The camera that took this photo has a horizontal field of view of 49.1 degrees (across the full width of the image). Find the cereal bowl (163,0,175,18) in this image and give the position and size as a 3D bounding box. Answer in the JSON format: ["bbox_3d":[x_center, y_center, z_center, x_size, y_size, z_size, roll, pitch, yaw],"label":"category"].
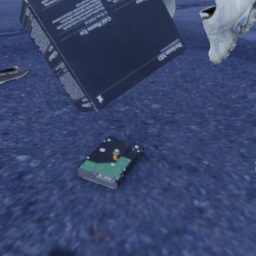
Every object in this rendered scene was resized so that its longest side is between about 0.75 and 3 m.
[{"bbox_3d":[0.319,-3.923,9.596,2.477,2.477,1.032,-21,74,-30],"label":"cereal bowl"}]

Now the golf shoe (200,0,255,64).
[{"bbox_3d":[2.733,-3.007,8.207,1.415,2.910,1.139,30,75,7],"label":"golf shoe"}]

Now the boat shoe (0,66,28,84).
[{"bbox_3d":[-5.108,-2.385,12.034,0.621,0.529,1.858,18,36,27],"label":"boat shoe"}]

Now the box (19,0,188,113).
[{"bbox_3d":[-0.329,-1.328,4.012,1.735,1.580,0.903,-36,14,-19],"label":"box"}]

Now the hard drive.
[{"bbox_3d":[-0.400,0.815,7.107,1.097,0.297,1.570,14,34,21],"label":"hard drive"}]
